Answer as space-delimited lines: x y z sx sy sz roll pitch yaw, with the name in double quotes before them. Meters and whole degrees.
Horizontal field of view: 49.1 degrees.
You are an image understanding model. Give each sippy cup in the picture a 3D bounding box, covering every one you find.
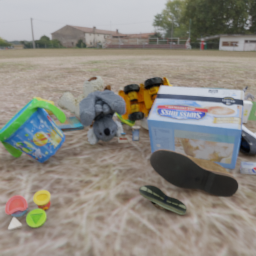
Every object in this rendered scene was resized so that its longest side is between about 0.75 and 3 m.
"sippy cup" -3.024 0.187 9.124 2.248 1.648 1.765 -9 40 57

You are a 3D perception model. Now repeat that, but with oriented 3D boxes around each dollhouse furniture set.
"dollhouse furniture set" 0.034 0.249 10.061 0.786 0.554 0.550 0 5 -4

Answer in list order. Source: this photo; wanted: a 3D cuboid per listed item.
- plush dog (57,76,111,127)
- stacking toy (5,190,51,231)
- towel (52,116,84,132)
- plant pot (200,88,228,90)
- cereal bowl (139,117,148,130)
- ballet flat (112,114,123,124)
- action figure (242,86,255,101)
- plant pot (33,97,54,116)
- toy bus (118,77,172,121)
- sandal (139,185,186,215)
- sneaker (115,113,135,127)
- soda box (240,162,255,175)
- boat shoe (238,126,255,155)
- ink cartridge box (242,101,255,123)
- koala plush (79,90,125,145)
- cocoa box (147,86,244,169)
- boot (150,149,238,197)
"plush dog" -1.733 -1.128 13.415 2.518 2.020 2.163 -28 0 20
"stacking toy" -2.316 2.010 6.576 1.013 0.428 0.917 -6 46 -9
"towel" -2.866 -0.202 12.908 1.304 0.193 1.778 -7 20 -22
"plant pot" 3.132 -0.784 10.966 1.695 1.360 1.695 4 0 0
"cereal bowl" 1.463 -0.409 12.186 1.933 0.805 1.933 -18 20 7
"ballet flat" -0.241 -0.665 13.362 0.729 0.720 2.142 2 17 36
"action figure" 5.241 -1.214 14.153 2.003 1.083 2.071 -24 5 20
"plant pot" -4.219 -0.987 13.942 0.981 1.042 1.042 0 18 -25
"toy bus" 0.963 -1.136 12.027 2.254 1.530 2.164 -12 -5 22
"sandal" 0.802 1.832 6.899 1.272 0.363 0.505 26 29 22
"sneaker" -0.113 -0.452 12.438 1.066 0.446 0.395 34 -11 17
"soda box" 3.872 1.241 8.531 0.830 0.263 0.283 4 34 13
"boat shoe" 3.989 0.371 10.466 0.791 0.835 2.389 -5 27 -20
"ink cartridge box" 5.588 -0.735 13.056 1.402 1.020 0.336 5 30 -2
"koala plush" -0.917 -0.294 10.436 1.659 1.871 1.719 -19 30 -10
"cocoa box" 2.229 -0.062 9.236 2.784 1.857 1.827 7 45 19
"boot" 1.729 1.135 7.689 2.408 0.886 0.908 20 20 -2
